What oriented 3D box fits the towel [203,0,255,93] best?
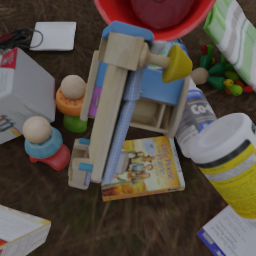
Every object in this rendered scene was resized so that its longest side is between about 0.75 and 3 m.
[{"bbox_3d":[3.094,-2.362,7.564,2.717,0.417,2.027,38,54,-27],"label":"towel"}]

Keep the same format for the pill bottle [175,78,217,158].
[{"bbox_3d":[1.506,-0.312,6.852,1.066,1.066,1.874,-14,59,-9],"label":"pill bottle"}]

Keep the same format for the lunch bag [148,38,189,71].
[{"bbox_3d":[0.891,-1.982,8.170,1.681,0.693,1.351,-9,61,-5],"label":"lunch bag"}]

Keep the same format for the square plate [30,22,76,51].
[{"bbox_3d":[-2.391,-2.947,9.071,1.332,0.191,1.345,-1,57,0],"label":"square plate"}]

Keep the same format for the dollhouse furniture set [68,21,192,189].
[{"bbox_3d":[0.179,0.072,3.608,1.548,2.372,2.240,12,101,-12],"label":"dollhouse furniture set"}]

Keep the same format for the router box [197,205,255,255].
[{"bbox_3d":[2.962,2.331,5.432,2.124,0.578,2.367,-32,63,-19],"label":"router box"}]

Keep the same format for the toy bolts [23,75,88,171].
[{"bbox_3d":[-1.944,-0.297,6.586,2.048,1.487,2.144,11,58,7],"label":"toy bolts"}]

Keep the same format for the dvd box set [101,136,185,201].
[{"bbox_3d":[0.262,0.906,6.535,1.856,0.273,1.358,-6,58,-4],"label":"dvd box set"}]

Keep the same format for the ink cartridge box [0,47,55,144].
[{"bbox_3d":[-2.844,-0.654,6.523,1.834,1.327,1.333,-20,57,19],"label":"ink cartridge box"}]

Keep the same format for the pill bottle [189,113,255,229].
[{"bbox_3d":[1.862,0.754,4.311,1.032,1.032,1.806,-44,101,-24],"label":"pill bottle"}]

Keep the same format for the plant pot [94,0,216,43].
[{"bbox_3d":[0.559,-2.651,5.210,2.192,2.192,1.939,11,16,7],"label":"plant pot"}]

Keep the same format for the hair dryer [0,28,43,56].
[{"bbox_3d":[-4.138,-2.317,8.470,2.767,0.752,2.108,9,45,4],"label":"hair dryer"}]

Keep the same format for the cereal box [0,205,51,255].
[{"bbox_3d":[-1.700,1.093,3.076,1.276,1.773,0.350,17,79,4],"label":"cereal box"}]

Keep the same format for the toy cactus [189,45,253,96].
[{"bbox_3d":[2.399,-1.600,7.866,1.658,1.028,2.010,-19,67,-1],"label":"toy cactus"}]
